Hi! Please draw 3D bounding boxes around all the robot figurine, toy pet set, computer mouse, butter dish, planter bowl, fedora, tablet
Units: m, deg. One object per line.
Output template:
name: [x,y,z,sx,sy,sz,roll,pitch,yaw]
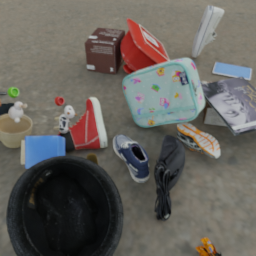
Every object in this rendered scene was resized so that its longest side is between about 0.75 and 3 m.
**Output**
robot figurine: [2.024,3.206,6.883,0.258,0.643,0.887,8,27,-24]
toy pet set: [-2.753,-0.047,8.632,1.450,2.550,2.731,-7,-8,42]
computer mouse: [1.321,1.234,8.431,0.733,1.925,2.780,2,30,14]
butter dish: [0.566,-3.411,13.520,2.707,2.001,2.700,28,35,-35]
planter bowl: [-4.066,0.172,9.944,1.251,0.842,1.251,10,33,-7]
fedora: [-1.544,2.239,7.082,2.985,1.363,2.985,6,58,-10]
tablet: [5.240,-2.859,14.117,1.810,0.124,1.178,15,43,15]

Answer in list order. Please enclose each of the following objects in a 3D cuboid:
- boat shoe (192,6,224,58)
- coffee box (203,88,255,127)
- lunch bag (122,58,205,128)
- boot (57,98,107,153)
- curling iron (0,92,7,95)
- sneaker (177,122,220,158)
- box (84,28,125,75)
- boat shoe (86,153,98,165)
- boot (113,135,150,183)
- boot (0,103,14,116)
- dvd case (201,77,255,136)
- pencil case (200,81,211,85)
boat shoe: [4.026,-4.793,14.332,0.935,2.845,1.024,12,45,0]
coffee box: [4.373,-0.840,11.132,2.599,1.036,1.486,7,42,7]
lunch bag: [1.295,-1.177,10.181,2.810,2.254,1.083,-8,15,35]
boot: [-1.860,-0.177,10.540,1.810,0.908,2.508,-9,46,-8]
curling iron: [-6.248,-1.580,12.613,1.512,0.193,0.375,-1,41,-1]
sneaker: [2.436,0.520,9.848,0.716,0.706,1.828,-20,45,-32]
box: [-1.103,-3.926,14.240,1.574,1.558,1.898,10,42,11]
boat shoe: [-1.093,1.441,8.810,0.462,0.414,1.249,-2,77,-14]
boot: [0.112,0.716,9.396,0.805,0.999,2.213,-19,45,-20]
boot: [-4.922,-0.323,10.845,1.615,0.617,1.357,-18,48,-29]
dvd case: [4.067,-0.920,10.278,2.059,0.221,2.770,-12,46,-12]
pencil case: [3.251,-1.803,12.466,1.693,0.659,0.757,11,19,10]
